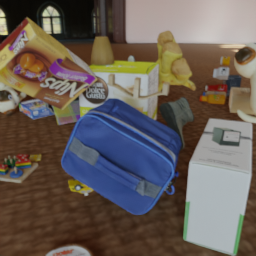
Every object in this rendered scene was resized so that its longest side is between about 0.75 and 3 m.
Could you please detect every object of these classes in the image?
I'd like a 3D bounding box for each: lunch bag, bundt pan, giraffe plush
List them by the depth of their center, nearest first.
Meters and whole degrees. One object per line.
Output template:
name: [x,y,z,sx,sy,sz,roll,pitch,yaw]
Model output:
lunch bag: [-0.063,0.696,6.374,2.597,1.764,1.718,29,27,6]
giraffe plush: [1.328,-2.318,11.936,2.270,2.799,2.415,-25,59,12]
bundt pan: [-2.853,-1.352,12.053,1.845,1.845,0.692,-17,11,-35]

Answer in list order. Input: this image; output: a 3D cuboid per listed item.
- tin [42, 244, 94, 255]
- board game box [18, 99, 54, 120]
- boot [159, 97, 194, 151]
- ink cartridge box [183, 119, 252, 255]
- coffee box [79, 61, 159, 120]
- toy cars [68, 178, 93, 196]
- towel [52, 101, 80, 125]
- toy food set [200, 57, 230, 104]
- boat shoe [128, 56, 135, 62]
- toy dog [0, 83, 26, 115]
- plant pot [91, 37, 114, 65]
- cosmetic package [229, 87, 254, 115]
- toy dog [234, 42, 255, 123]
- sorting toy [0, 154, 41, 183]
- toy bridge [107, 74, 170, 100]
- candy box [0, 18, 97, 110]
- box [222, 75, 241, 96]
tin: [-0.885,2.543,4.273,1.048,0.392,1.871,-3,22,-19]
board game box: [-3.610,-1.028,12.908,2.316,0.399,1.568,-17,28,-36]
boot: [1.736,-0.158,8.959,1.076,1.647,0.558,-15,-4,-30]
ink cartridge box: [1.988,1.047,6.001,1.041,1.807,2.476,8,23,22]
coffee box: [-0.253,-1.123,10.459,2.438,2.414,2.442,5,23,13]
toy cars: [-0.818,1.336,7.221,0.743,0.367,1.657,11,21,31]
towel: [-2.265,-0.675,11.703,1.671,0.190,1.200,-12,53,-26]
toy food set: [4.467,-2.359,14.359,1.184,2.631,1.256,6,-14,21]
boat shoe: [0.178,-3.016,12.786,0.257,0.852,0.322,-41,79,-22]
toy dog: [-5.674,-1.401,12.558,2.022,1.455,2.085,-30,35,-29]
plant pot: [-0.943,-2.803,10.134,0.869,0.932,0.869,-1,23,0]
cosmetic package: [5.928,-1.172,12.579,2.562,0.911,1.348,7,23,16]
toy dog: [4.550,-1.643,9.209,2.505,2.583,1.803,-33,-12,40]
sorting toy: [-3.166,1.075,7.873,0.940,0.330,1.950,5,22,12]
toy bridge: [0.207,-0.930,6.581,1.492,0.502,0.203,11,33,14]
candy box: [-2.271,-1.591,7.831,0.765,1.581,2.711,57,13,27]
box: [5.564,-2.283,15.116,0.788,1.062,0.569,0,22,-1]
